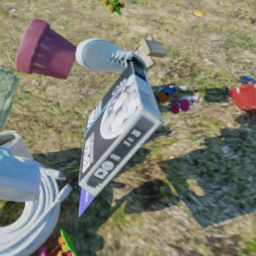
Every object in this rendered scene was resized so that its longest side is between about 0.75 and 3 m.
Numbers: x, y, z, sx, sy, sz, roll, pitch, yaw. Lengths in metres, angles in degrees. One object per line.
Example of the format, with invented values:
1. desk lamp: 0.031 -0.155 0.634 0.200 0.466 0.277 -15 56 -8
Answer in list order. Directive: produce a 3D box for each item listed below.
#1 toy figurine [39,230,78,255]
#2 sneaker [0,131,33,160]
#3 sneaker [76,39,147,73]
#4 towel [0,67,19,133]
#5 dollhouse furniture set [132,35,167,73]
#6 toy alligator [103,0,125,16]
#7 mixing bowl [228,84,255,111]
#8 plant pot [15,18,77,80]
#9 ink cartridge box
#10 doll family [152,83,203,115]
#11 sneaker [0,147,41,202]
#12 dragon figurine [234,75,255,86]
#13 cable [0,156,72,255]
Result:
1. toy figurine: -1.862 3.295 7.309 0.845 0.689 0.918 -32 77 -11
2. sneaker: -4.430 1.159 8.563 1.048 1.644 2.846 33 55 29
3. sneaker: -0.326 -1.825 7.330 0.792 0.817 2.237 22 19 36
4. towel: -4.360 -1.005 7.491 2.475 1.836 0.452 18 9 -15
5. dollhouse furniture set: 0.294 -2.429 9.945 0.854 1.929 1.000 -5 66 -40
6. toy alligator: -0.583 -4.183 9.022 0.493 0.357 1.487 -29 65 -10
7. mixing bowl: 4.939 -1.184 11.169 1.705 1.705 0.924 -6 89 -6
8. plant pot: -2.617 -2.453 9.366 1.635 1.826 1.826 23 44 -14
9. ink cartridge box: -0.485 0.092 6.477 0.614 2.828 2.802 31 23 -19
10. doll family: 0.818 -0.858 7.918 2.396 1.079 1.487 -15 10 25
11. sneaker: -3.189 0.866 6.241 0.976 2.639 1.081 -33 45 31
12. dragon figurine: 5.416 -2.178 12.818 1.114 0.328 0.554 22 49 19
13. cable: -3.322 2.138 7.654 2.860 0.990 2.860 26 60 8
